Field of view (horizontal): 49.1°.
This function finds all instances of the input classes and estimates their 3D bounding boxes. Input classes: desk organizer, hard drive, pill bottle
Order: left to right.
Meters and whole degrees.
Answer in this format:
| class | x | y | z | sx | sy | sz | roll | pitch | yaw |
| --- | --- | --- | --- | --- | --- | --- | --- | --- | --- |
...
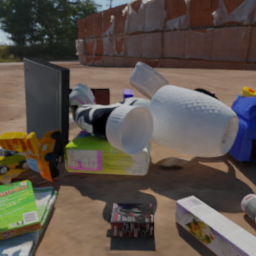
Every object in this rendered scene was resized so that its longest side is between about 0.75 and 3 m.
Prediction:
| class | x | y | z | sx | sy | sz | roll | pitch | yaw |
| --- | --- | --- | --- | --- | --- | --- | --- | --- | --- |
| hard drive | -2.603 | -0.594 | 8.925 | 2.020 | 2.895 | 0.476 | 24 | 29 | 37 |
| desk organizer | -2.416 | -1.819 | 17.011 | 2.687 | 1.035 | 0.964 | -1 | 16 | -4 |
| pill bottle | 2.706 | 1.739 | 5.721 | 0.438 | 0.438 | 0.769 | -3 | 17 | -9 |

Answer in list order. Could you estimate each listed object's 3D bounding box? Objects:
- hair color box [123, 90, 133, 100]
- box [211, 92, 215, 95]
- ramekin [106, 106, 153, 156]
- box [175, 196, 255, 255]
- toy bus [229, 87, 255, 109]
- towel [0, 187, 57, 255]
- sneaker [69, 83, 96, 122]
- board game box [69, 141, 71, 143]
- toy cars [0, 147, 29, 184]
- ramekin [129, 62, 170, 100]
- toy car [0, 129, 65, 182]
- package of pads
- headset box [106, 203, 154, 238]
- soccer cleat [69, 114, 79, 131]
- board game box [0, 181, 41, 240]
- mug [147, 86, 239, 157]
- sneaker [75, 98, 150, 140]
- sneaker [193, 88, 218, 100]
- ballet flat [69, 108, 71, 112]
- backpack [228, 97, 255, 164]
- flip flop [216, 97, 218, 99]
| class | x | y | z | sx | sy | sz | roll | pitch | yaw |
| --- | --- | --- | --- | --- | --- | --- | --- | --- | --- |
| hair color box | -0.021 | -1.600 | 16.267 | 0.607 | 1.023 | 1.872 | -1 | 15 | 0 |
| box | 4.978 | -1.887 | 17.910 | 0.645 | 0.673 | 1.351 | 15 | 22 | 41 |
| ramekin | 0.019 | 0.024 | 7.311 | 0.628 | 1.288 | 1.288 | 15 | 22 | 40 |
| box | 1.744 | 1.966 | 4.852 | 0.505 | 0.472 | 2.439 | -9 | 18 | -29 |
| toy bus | 5.235 | -0.950 | 11.357 | 2.628 | 2.523 | 1.783 | 8 | 19 | 28 |
| towel | -2.599 | 1.974 | 5.194 | 2.043 | 0.420 | 2.739 | -2 | 18 | -1 |
| sneaker | -1.361 | -0.339 | 9.697 | 0.941 | 2.312 | 1.020 | -19 | 24 | 51 |
| board game box | -2.459 | 0.625 | 10.032 | 1.141 | 0.197 | 0.772 | 9 | 18 | 28 |
| toy cars | -3.462 | 0.955 | 8.131 | 1.305 | 0.645 | 2.912 | 10 | 10 | -15 |
| ramekin | 0.965 | -2.184 | 13.707 | 1.993 | 1.046 | 1.993 | 37 | 0 | 0 |
| toy car | -2.163 | 0.300 | 6.429 | 0.910 | 1.341 | 2.733 | 3 | -26 | 1 |
| package of pads | -0.552 | 0.696 | 8.607 | 2.468 | 0.842 | 1.907 | 2 | 16 | 5 |
| headset box | 0.043 | 1.826 | 5.567 | 0.929 | 0.348 | 0.690 | 1 | 16 | 2 |
| soccer cleat | -2.169 | -0.165 | 10.559 | 0.737 | 0.825 | 2.128 | -5 | -12 | 40 |
| board game box | -2.239 | 1.534 | 5.492 | 0.802 | 0.252 | 1.680 | -8 | 22 | -23 |
| mug | 2.145 | -0.045 | 8.600 | 2.259 | 1.902 | 2.577 | 21 | 0 | 38 |
| sneaker | -0.174 | -0.229 | 8.518 | 2.691 | 1.074 | 1.751 | 0 | 18 | -19 |
| sneaker | 3.167 | -0.434 | 10.664 | 1.001 | 2.394 | 1.446 | -47 | -3 | -17 |
| ballet flat | -3.182 | -1.173 | 15.924 | 0.479 | 0.405 | 1.266 | 13 | 21 | 30 |
| backpack | 4.444 | 0.081 | 8.802 | 2.389 | 2.005 | 1.942 | 3 | 23 | -4 |
| flip flop | 3.283 | -0.631 | 11.657 | 0.625 | 1.541 | 0.444 | 27 | 20 | 17 |
